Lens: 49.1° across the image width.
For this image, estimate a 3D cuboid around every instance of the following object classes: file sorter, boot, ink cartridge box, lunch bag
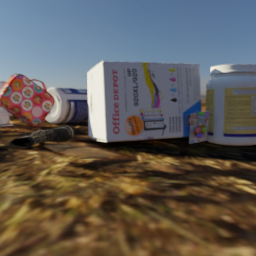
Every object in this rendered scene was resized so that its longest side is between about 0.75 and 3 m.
[{"bbox_3d":[-5.530,-0.998,11.637,1.315,1.896,1.180,-4,11,-37],"label":"file sorter"},{"bbox_3d":[-1.963,0.249,6.453,1.177,0.407,1.024,-9,5,10],"label":"boot"},{"bbox_3d":[0.326,-0.632,7.226,2.499,1.839,1.807,-3,2,-19],"label":"ink cartridge box"},{"bbox_3d":[-3.295,-0.981,9.229,0.674,1.449,1.645,6,-28,49],"label":"lunch bag"}]

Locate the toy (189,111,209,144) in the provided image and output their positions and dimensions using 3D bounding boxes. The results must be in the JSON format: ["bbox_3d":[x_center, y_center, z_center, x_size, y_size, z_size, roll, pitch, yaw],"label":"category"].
[{"bbox_3d":[1.693,0.021,6.566,0.467,0.812,0.192,-9,27,-9],"label":"toy"}]

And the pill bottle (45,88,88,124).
[{"bbox_3d":[-2.532,-1.085,13.575,1.633,1.633,2.941,4,6,37],"label":"pill bottle"}]

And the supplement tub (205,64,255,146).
[{"bbox_3d":[2.602,-0.563,6.914,1.347,1.853,1.347,0,5,0],"label":"supplement tub"}]
